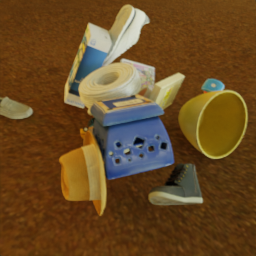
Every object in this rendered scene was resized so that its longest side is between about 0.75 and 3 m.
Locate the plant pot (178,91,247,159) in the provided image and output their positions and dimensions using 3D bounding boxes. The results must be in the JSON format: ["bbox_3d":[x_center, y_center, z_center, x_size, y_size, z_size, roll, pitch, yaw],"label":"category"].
[{"bbox_3d":[2.761,-0.269,9.969,2.318,2.318,1.645,-23,24,-23],"label":"plant pot"}]

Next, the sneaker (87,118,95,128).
[{"bbox_3d":[-0.901,-0.161,9.546,1.120,0.485,0.420,-21,69,-33],"label":"sneaker"}]

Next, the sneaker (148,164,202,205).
[{"bbox_3d":[1.226,1.484,7.595,0.787,2.104,1.118,-20,65,36],"label":"sneaker"}]

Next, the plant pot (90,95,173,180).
[{"bbox_3d":[-0.023,0.097,7.837,1.941,1.745,1.941,-11,18,-15],"label":"plant pot"}]

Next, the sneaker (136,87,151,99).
[{"bbox_3d":[0.357,-0.382,9.801,0.773,0.866,2.166,4,53,55],"label":"sneaker"}]

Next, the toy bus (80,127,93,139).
[{"bbox_3d":[-0.925,0.189,9.038,1.181,0.384,0.462,-9,67,-2],"label":"toy bus"}]

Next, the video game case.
[{"bbox_3d":[0.348,-1.457,10.732,1.510,0.190,2.109,8,78,-30],"label":"video game case"}]

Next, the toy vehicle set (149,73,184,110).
[{"bbox_3d":[1.201,-1.093,9.342,0.250,1.174,1.889,33,34,18],"label":"toy vehicle set"}]

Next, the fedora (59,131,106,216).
[{"bbox_3d":[-1.308,1.259,7.631,1.012,2.482,2.482,-6,43,-17],"label":"fedora"}]

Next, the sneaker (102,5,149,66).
[{"bbox_3d":[-0.261,-3.574,11.527,1.113,2.766,1.057,10,43,-42],"label":"sneaker"}]

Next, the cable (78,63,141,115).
[{"bbox_3d":[-0.632,-1.404,9.274,2.094,0.725,2.094,-26,37,-7],"label":"cable"}]

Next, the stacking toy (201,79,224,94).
[{"bbox_3d":[3.146,-1.213,10.691,0.702,1.210,0.664,29,62,22],"label":"stacking toy"}]

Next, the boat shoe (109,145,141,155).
[{"bbox_3d":[-0.419,0.511,10.048,2.385,0.856,0.806,-18,18,-13],"label":"boat shoe"}]

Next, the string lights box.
[{"bbox_3d":[-1.687,-2.462,11.310,0.876,2.970,1.526,17,31,-22],"label":"string lights box"}]

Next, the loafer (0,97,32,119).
[{"bbox_3d":[-4.930,-0.865,11.437,2.058,0.718,0.719,9,44,9],"label":"loafer"}]
